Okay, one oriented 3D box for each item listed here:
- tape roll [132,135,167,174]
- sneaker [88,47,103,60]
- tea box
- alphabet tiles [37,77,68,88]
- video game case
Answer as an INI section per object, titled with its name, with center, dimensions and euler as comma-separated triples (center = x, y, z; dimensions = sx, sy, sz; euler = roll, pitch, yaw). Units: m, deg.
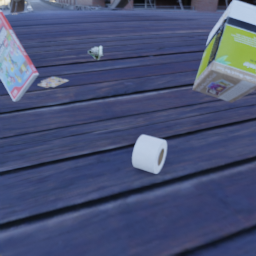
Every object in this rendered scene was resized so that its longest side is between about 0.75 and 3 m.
[tape roll]
center = 0.661, 0.790, 8.450
dimensions = 0.716, 1.043, 1.043
euler = 13, 32, 24
[sneaker]
center = -1.195, -2.691, 9.942
dimensions = 0.479, 0.416, 1.081
euler = 3, 1, -16
[tea box]
center = 3.081, -2.103, 8.300
dimensions = 1.429, 2.104, 2.138
euler = 19, -6, 2
[alphabet tiles]
center = -4.212, -2.504, 15.421
dimensions = 1.200, 0.054, 1.436
euler = 16, 32, 27
[video game case]
center = -2.972, -1.725, 6.917
dimensions = 1.292, 1.807, 0.158
euler = -34, -4, 41
